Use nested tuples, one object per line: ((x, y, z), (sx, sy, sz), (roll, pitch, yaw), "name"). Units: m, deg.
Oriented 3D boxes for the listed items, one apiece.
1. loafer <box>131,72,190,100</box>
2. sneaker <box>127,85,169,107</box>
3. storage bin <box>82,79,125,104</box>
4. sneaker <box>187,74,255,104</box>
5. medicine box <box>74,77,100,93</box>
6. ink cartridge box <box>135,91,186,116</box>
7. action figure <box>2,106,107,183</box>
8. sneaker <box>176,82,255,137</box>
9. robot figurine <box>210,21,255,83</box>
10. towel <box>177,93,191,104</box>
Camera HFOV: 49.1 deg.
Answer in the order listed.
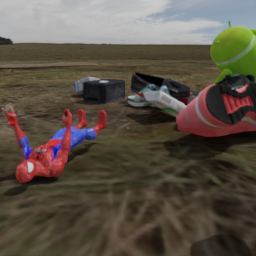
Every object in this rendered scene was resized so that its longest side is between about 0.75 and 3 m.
((1.146, -1.532, 10.036), (2.189, 0.689, 0.787), (9, 40, 13), "loafer")
((0.673, -1.115, 9.391), (1.605, 0.693, 0.623), (1, 23, 31), "sneaker")
((-0.903, -1.434, 10.717), (1.044, 0.724, 1.544), (10, 18, 31), "storage bin")
((2.574, -0.969, 7.560), (2.609, 1.034, 0.984), (-7, 21, -39), "sneaker")
((-1.677, -1.767, 11.681), (0.843, 0.434, 0.768), (-16, -6, 31), "medicine box")
((0.903, -0.680, 8.078), (1.093, 0.340, 1.359), (25, -10, -28), "ink cartridge box")
((-1.148, -0.039, 4.740), (0.782, 1.186, 2.397), (3, 26, 18), "action figure")
((2.225, -0.342, 6.332), (2.889, 1.065, 1.253), (1, -20, -37), "sneaker")
((4.090, -2.491, 10.185), (2.376, 2.708, 1.567), (-54, 27, -14), "robot figurine")
((2.489, -1.106, 10.526), (1.232, 0.192, 1.703), (9, 18, 27), "towel")
